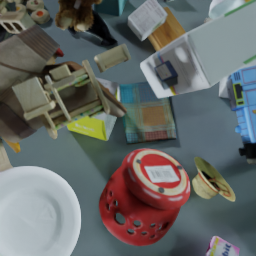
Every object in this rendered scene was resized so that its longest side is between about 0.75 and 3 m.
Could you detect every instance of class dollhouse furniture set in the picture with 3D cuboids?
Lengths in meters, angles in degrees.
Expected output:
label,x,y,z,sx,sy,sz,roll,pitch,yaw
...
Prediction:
label,x,y,z,sx,sy,sz,roll,pitch,yaw
dollhouse furniture set,-2.612,-1.846,5.965,0.975,2.396,1.290,15,70,32
dollhouse furniture set,-0.597,-0.551,4.410,1.810,1.601,1.006,-25,103,-6

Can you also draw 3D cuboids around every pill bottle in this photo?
label,x,y,z,sx,sy,sz,roll,pitch,yaw
pill bottle,-1.759,1.358,4.139,1.322,2.537,1.322,10,71,-30

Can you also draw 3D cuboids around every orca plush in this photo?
label,x,y,z,sx,sy,sz,roll,pitch,yaw
orca plush,-1.501,-3.872,9.960,1.329,0.898,2.525,-28,66,-14

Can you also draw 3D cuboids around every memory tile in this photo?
label,x,y,z,sx,sy,sz,roll,pitch,yaw
memory tile,-4.332,-4.736,10.794,2.051,0.225,2.675,-23,65,-11

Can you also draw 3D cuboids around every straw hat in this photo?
label,x,y,z,sx,sy,sz,roll,pitch,yaw
straw hat,2.045,1.487,7.307,0.607,1.434,1.434,-48,66,22

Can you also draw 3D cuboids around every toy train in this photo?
label,x,y,z,sx,sy,sz,roll,pitch,yaw
toy train,3.715,-0.337,7.546,1.705,1.293,2.984,-11,86,16

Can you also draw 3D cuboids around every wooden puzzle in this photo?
label,x,y,z,sx,sy,sz,roll,pitch,yaw
wooden puzzle,-2.828,0.311,5.092,0.266,2.274,1.534,-24,83,19

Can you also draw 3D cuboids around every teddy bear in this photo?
label,x,y,z,sx,sy,sz,roll,pitch,yaw
teddy bear,-1.255,-3.476,6.984,1.558,2.149,0.717,-19,41,-26

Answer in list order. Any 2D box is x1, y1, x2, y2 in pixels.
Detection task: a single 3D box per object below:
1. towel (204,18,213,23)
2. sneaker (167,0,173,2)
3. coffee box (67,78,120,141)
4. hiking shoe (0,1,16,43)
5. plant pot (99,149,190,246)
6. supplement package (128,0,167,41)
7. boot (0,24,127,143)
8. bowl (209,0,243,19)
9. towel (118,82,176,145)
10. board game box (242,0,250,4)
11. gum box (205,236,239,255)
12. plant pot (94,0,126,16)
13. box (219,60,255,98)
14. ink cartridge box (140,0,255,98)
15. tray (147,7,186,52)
label,x,y,z,sx,sy,sz,roll,pitch,yaw
towel,3.543,-3.437,10.080,1.132,0.295,1.709,-16,64,-8
sneaker,1.409,-5.729,11.082,0.803,0.687,1.844,-31,66,-10
coffee box,-1.028,-0.570,8.029,1.277,1.279,1.265,15,64,8
hiking shoe,-3.210,-3.013,6.117,1.015,1.349,2.680,23,107,30
plant pot,0.283,1.047,4.577,1.283,1.168,1.283,16,35,-12
supplement package,0.468,-2.707,7.010,0.774,0.588,0.583,-41,93,0
boot,-1.648,-0.510,5.599,2.828,0.993,2.067,41,93,-23
bowl,2.423,-3.123,7.041,0.842,0.842,0.378,-7,77,-4
towel,0.559,-0.541,8.617,1.547,0.229,2.109,-6,63,-2
board game box,2.897,-3.698,7.579,0.409,2.725,1.302,-47,47,17
gum box,2.139,3.175,6.607,0.616,0.359,1.085,25,65,12
plant pot,-0.666,-5.137,10.293,1.050,1.485,1.049,14,64,6
box,3.570,-1.688,8.898,1.103,0.770,1.449,11,63,6
ink cartridge box,1.665,-1.677,6.477,1.898,2.611,1.143,-31,101,-14
tray,1.392,-3.250,9.913,1.158,0.435,2.348,-21,64,-11
